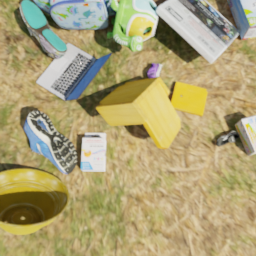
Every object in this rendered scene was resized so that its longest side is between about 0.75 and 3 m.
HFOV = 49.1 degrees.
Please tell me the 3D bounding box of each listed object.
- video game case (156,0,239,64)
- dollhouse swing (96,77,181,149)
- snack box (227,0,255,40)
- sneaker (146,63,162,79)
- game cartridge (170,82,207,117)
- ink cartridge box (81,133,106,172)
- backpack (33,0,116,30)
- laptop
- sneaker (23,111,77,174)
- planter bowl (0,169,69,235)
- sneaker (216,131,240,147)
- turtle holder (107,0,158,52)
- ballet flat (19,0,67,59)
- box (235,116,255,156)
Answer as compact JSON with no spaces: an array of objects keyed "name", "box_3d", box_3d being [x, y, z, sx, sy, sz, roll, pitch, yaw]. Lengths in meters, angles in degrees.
[{"name":"video game case","box_3d":[2.558,-3.753,10.009,2.614,0.305,2.377,44,55,2]},{"name":"dollhouse swing","box_3d":[0.434,-0.391,9.041,1.868,1.807,2.055,-4,28,32]},{"name":"snack box","box_3d":[5.376,-4.671,10.615,2.671,0.904,2.252,-10,72,-2]},{"name":"sneaker","box_3d":[0.848,-1.809,10.007,0.485,0.468,1.162,16,64,6]},{"name":"game cartridge","box_3d":[2.142,-1.022,9.890,1.183,0.192,1.043,16,73,2]},{"name":"ink cartridge box","box_3d":[-1.124,0.749,9.189,0.760,0.448,1.321,0,73,0]},{"name":"backpack","box_3d":[-1.886,-4.700,9.756,2.803,2.565,2.060,3,85,3]},{"name":"laptop","box_3d":[-1.915,-2.042,9.645,2.128,1.233,1.993,32,75,9]},{"name":"sneaker","box_3d":[-2.550,0.563,9.101,2.267,1.010,0.890,54,41,-1]},{"name":"planter bowl","box_3d":[-3.029,2.303,8.140,2.476,2.476,1.031,19,114,6]},{"name":"sneaker","box_3d":[3.337,0.382,9.304,0.862,0.390,0.287,-28,105,-10]},{"name":"turtle holder","box_3d":[0.188,-3.781,9.751,1.636,2.304,1.751,12,118,-3]},{"name":"ballet flat","box_3d":[-3.158,-3.427,10.110,0.858,0.858,2.385,-38,89,-11]},{"name":"box","box_3d":[4.142,0.259,9.267,0.654,0.589,1.163,-16,74,-5]}]
